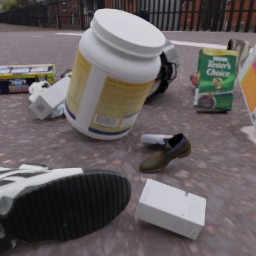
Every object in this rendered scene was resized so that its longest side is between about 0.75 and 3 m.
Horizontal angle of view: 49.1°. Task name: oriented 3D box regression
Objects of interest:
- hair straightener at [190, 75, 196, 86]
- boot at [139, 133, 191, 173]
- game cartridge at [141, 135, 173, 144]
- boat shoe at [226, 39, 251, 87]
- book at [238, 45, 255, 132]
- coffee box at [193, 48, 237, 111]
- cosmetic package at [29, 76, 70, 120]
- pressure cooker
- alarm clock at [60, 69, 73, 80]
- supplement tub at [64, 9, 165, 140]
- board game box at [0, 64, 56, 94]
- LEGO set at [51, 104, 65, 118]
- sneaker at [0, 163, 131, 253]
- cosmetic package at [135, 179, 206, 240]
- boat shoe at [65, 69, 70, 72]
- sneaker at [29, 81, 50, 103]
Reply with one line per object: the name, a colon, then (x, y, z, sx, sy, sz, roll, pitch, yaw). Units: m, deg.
hair straightener: (2.653, -1.671, 10.657, 0.643, 0.342, 1.672, 37, 13, -10)
boot: (0.656, 0.450, 5.282, 1.089, 0.528, 0.407, -26, 49, -2)
game cartridge: (0.705, 0.248, 6.271, 0.566, 0.174, 0.850, 3, 1, 41)
boat shoe: (3.638, -2.210, 10.184, 0.864, 2.356, 0.878, 24, -17, 2)
book: (3.292, -0.986, 6.773, 0.495, 1.376, 2.060, 2, 55, 2)
coffee box: (2.627, -1.453, 8.458, 1.098, 1.786, 0.393, 7, 2, -3)
cosmetic package: (-2.130, -0.892, 8.138, 0.745, 0.535, 1.319, -35, 13, 39)
pressure cooker: (0.495, -2.060, 9.555, 2.199, 2.233, 2.500, -40, 2, 32)
alarm clock: (-2.078, -2.024, 11.242, 1.351, 0.667, 2.004, -28, 29, -32)
supplement tub: (-0.362, -1.170, 6.462, 1.828, 2.532, 1.828, 16, 39, -13)
board game box: (-4.283, -2.005, 11.270, 2.610, 0.740, 2.158, -5, 21, -11)
LEGO set: (-1.762, -0.818, 8.655, 1.055, 0.347, 1.412, -15, 23, 6)
sneaker: (-1.409, 0.907, 3.872, 2.863, 1.061, 1.267, -8, 26, -19)
cosmetic package: (0.584, 1.106, 3.872, 0.873, 0.354, 0.492, 19, 36, 7)
boat shoe: (-2.710, -2.711, 13.559, 0.817, 0.256, 0.297, 12, 26, 26)
sneaker: (-2.828, -1.214, 9.223, 0.592, 0.788, 1.582, 38, 8, -32)
